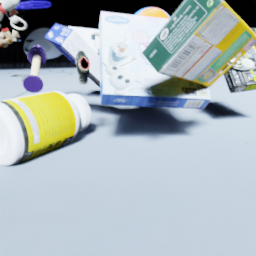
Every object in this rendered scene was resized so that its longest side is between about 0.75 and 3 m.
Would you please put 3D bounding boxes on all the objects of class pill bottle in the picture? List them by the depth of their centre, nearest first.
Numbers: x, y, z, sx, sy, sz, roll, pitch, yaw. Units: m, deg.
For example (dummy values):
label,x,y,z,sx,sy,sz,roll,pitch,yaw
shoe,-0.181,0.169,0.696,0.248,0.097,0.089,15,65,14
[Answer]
label,x,y,z,sx,sy,sz,roll,pitch,yaw
pill bottle,-2.509,-0.147,8.111,1.661,1.661,2.955,11,21,33

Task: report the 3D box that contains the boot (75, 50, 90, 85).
label,x,y,z,sx,sy,sz,roll,pitch,yaw
boot,-1.168,-1.730,7.326,0.358,0.991,0.748,-2,-18,-14

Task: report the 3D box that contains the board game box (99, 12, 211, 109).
label,x,y,z,sx,sy,sz,roll,pitch,yaw
board game box,0.623,-1.864,7.689,2.791,2.778,0.605,2,-27,-11

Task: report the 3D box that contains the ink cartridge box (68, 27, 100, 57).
label,x,y,z,sx,sy,sz,roll,pitch,yaw
ink cartridge box,-1.338,-3.696,13.397,2.827,1.192,2.065,7,-8,4

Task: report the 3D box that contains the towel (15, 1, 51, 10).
label,x,y,z,sx,sy,sz,roll,pitch,yaw
towel,-3.671,-4.745,10.809,1.221,0.303,0.902,17,33,37

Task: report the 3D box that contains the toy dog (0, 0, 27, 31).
label,x,y,z,sx,sy,sz,roll,pitch,yaw
toy dog,-3.679,-3.390,8.048,1.660,1.095,0.799,-3,51,12

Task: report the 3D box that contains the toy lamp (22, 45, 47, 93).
label,x,y,z,sx,sy,sz,roll,pitch,yaw
toy lamp,-3.065,-2.046,9.250,0.683,0.683,2.347,-3,40,-9

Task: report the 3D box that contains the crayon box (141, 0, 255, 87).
label,x,y,z,sx,sy,sz,roll,pitch,yaw
crayon box,1.639,-1.755,5.946,2.555,1.606,0.659,0,50,-52

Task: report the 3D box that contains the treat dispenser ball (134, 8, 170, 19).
label,x,y,z,sx,sy,sz,roll,pitch,yaw
treat dispenser ball,0.775,-3.237,9.631,1.658,1.658,1.658,0,17,0

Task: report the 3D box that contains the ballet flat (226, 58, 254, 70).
label,x,y,z,sx,sy,sz,roll,pitch,yaw
ballet flat,3.491,-2.076,8.923,1.086,0.377,0.377,10,18,5

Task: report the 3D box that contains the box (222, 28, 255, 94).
label,x,y,z,sx,sy,sz,roll,pitch,yaw
box,4.094,-2.352,9.622,1.792,2.236,0.495,-9,-23,-4

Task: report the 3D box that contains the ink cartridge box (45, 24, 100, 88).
label,x,y,z,sx,sy,sz,roll,pitch,yaw
ink cartridge box,-1.404,-2.292,9.891,1.409,0.663,2.997,34,-4,45

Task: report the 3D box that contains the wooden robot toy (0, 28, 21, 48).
label,x,y,z,sx,sy,sz,roll,pitch,yaw
wooden robot toy,-4.283,-3.041,9.688,1.274,0.561,0.578,6,50,41
